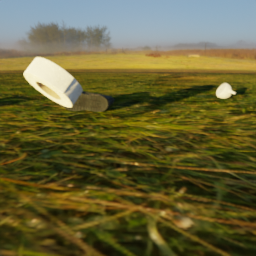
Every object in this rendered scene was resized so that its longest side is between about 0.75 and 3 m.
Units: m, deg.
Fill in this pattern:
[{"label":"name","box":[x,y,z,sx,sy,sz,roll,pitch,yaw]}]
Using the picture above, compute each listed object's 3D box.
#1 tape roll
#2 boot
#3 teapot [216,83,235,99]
[{"label":"tape roll","box":[-2.493,-1.481,9.381,1.897,0.663,1.897,29,-16,9]},{"label":"boot","box":[-2.149,-1.407,14.116,2.767,1.072,1.914,16,13,7]},{"label":"teapot","box":[5.925,-2.159,17.078,0.750,1.013,1.027,32,35,-14]}]
